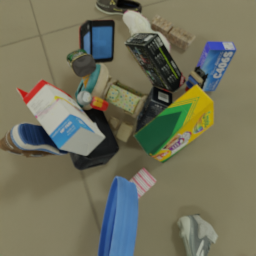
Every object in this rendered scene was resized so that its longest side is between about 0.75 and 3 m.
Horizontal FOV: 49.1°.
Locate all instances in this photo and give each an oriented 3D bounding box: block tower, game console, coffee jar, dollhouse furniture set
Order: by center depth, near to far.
[{"bbox_3d":[-1.393,-1.933,8.294,0.690,0.564,1.323,-27,30,-8],"label":"coffee jar"},{"bbox_3d":[-0.643,-0.657,9.131,1.973,1.097,1.745,26,111,6],"label":"dollhouse furniture set"},{"bbox_3d":[-1.029,-2.749,9.392,0.898,1.513,1.304,8,36,6],"label":"game console"},{"bbox_3d":[1.771,-3.846,11.358,1.852,0.535,0.500,34,72,14],"label":"block tower"}]

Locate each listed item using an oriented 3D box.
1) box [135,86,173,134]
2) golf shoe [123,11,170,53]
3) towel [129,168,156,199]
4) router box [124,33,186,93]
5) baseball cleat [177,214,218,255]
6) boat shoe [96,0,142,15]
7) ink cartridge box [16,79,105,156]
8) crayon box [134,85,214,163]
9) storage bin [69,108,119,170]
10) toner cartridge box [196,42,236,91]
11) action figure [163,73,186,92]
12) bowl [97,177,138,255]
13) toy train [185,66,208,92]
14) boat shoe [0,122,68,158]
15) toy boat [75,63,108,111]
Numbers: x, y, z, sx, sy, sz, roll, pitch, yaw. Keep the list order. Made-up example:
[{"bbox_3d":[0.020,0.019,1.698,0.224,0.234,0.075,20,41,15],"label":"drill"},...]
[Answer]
[{"bbox_3d":[0.853,-0.484,9.289,0.744,1.389,1.031,21,34,-6],"label":"box"},{"bbox_3d":[0.488,-3.607,11.048,1.170,0.963,2.557,-38,72,-11],"label":"golf shoe"},{"bbox_3d":[0.416,1.832,9.280,0.889,0.133,0.651,-41,73,-15],"label":"towel"},{"bbox_3d":[0.842,-2.060,8.799,0.579,1.864,1.397,-43,30,-7],"label":"router box"},{"bbox_3d":[2.193,3.648,8.217,1.157,0.758,2.174,-12,69,-4],"label":"baseball cleat"},{"bbox_3d":[-0.399,-5.194,11.830,2.054,0.618,0.732,16,69,6],"label":"boat shoe"},{"bbox_3d":[-1.924,-0.418,7.948,0.828,1.431,2.462,-45,66,6],"label":"ink cartridge box"},{"bbox_3d":[1.486,0.044,8.337,2.151,2.493,0.727,-38,70,6],"label":"crayon box"},{"bbox_3d":[-1.312,0.259,9.219,1.308,0.907,1.935,-10,66,-36],"label":"storage bin"},{"bbox_3d":[2.885,-2.071,9.728,0.924,1.945,0.420,-1,55,-7],"label":"toner cartridge box"},{"bbox_3d":[1.665,-1.614,10.369,1.022,0.506,0.333,-37,107,10],"label":"action figure"},{"bbox_3d":[-0.310,2.762,7.364,0.570,2.903,2.903,11,68,-7],"label":"bowl"},{"bbox_3d":[2.046,-1.299,8.728,0.616,2.688,0.458,-42,80,4],"label":"toy train"},{"bbox_3d":[-2.579,0.388,7.904,0.900,2.486,0.898,-21,72,14],"label":"boat shoe"},{"bbox_3d":[-1.145,-1.140,8.402,0.875,1.583,1.883,20,25,-25],"label":"toy boat"}]
